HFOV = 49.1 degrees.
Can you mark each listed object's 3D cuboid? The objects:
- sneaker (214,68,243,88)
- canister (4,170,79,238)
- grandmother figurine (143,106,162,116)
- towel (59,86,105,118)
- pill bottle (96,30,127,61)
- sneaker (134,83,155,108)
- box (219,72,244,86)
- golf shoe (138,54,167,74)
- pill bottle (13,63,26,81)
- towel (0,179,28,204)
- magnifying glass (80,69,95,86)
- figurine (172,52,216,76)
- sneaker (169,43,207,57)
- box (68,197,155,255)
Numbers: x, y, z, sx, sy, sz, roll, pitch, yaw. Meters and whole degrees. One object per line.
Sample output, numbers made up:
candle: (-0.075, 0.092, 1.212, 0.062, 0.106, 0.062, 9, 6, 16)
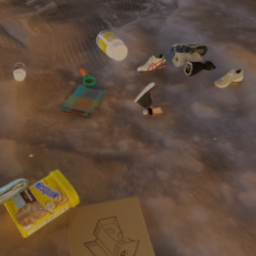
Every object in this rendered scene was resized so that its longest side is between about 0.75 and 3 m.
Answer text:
sneaker: (4.625, -2.369, 12.893, 1.434, 0.659, 0.543, -22, 51, -8)
canister: (-2.464, 2.129, 8.007, 1.718, 0.744, 1.276, -30, 50, -27)
grandmother figurine: (0.979, -0.696, 11.468, 0.781, 0.237, 0.474, -10, 50, -10)
towel: (-1.934, -1.172, 12.025, 1.359, 0.201, 1.853, 13, 44, 15)
pill bottle: (-0.852, -4.358, 14.883, 1.061, 1.061, 1.857, -20, 46, -20)
sneaker: (0.846, -1.300, 11.471, 0.629, 1.269, 0.449, 39, 42, -6)
box: (4.945, -2.350, 13.394, 0.944, 0.100, 0.772, 29, 49, 28)
golf shoe: (1.111, -3.096, 13.651, 1.626, 0.749, 0.590, -23, 16, -26)
pill bottle: (-5.197, -2.674, 13.421, 0.546, 0.546, 0.938, -10, 44, -11)
towel: (-3.574, 1.873, 8.126, 1.292, 0.311, 1.106, -30, 9, -27)
magnifying glass: (-1.999, -2.452, 13.468, 0.574, 0.161, 1.441, -18, 44, -18)
figurine: (3.309, -3.273, 14.006, 1.620, 0.715, 1.660, -12, 43, -25)
sneaker: (3.147, -4.188, 15.055, 2.049, 0.789, 0.873, -1, 32, -12)
box: (-0.438, 3.069, 7.311, 2.067, 0.269, 2.529, -8, 42, -9)
